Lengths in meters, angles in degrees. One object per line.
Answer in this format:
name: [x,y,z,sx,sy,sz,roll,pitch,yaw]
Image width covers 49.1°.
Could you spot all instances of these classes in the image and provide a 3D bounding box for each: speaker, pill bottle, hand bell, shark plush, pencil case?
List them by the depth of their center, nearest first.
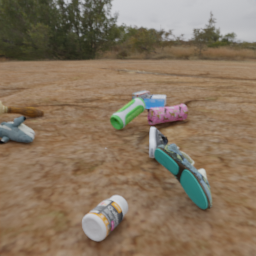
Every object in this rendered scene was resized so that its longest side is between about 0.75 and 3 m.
pill bottle: [-0.431,1.772,5.615,0.556,0.556,0.955,10,20,29]
shark plush: [-4.525,0.192,10.281,2.197,0.998,0.915,3,48,-6]
speaker: [0.013,-0.619,11.863,0.748,0.748,1.691,15,42,39]
pencil case: [1.777,-0.606,12.556,1.911,0.791,0.827,-9,43,-26]
hand bell: [-5.438,-0.825,13.000,2.967,1.545,1.545,4,14,-30]

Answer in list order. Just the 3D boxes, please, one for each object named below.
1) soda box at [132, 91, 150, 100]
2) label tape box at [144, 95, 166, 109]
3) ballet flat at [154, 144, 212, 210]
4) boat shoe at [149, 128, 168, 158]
soda box: [0.803,-1.981,17.339,0.456,0.424,1.335,14,22,37]
label tape box: [1.476,-1.446,15.549,1.140,0.526,1.591,4,17,12]
ballet flat: [1.462,1.052,6.797,0.748,0.748,2.015,-12,46,-33]
boat shoe: [1.012,0.458,9.201,0.617,0.651,1.861,2,15,5]
